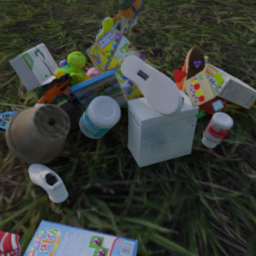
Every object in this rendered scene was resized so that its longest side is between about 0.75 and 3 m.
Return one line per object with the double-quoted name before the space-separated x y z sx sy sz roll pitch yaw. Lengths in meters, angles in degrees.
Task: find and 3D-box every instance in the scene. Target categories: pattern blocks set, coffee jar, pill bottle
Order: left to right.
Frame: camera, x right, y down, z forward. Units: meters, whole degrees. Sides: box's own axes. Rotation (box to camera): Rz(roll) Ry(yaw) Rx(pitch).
"coffee jar" -2.931 -0.900 11.952 1.027 1.256 2.408 -31 46 -27
"pill bottle" -1.086 -0.272 9.946 1.085 1.958 1.085 8 67 -21
"pattern blocks set" 2.271 -1.244 8.965 1.612 1.834 0.149 -18 -17 32
"pill bottle" 3.264 0.132 10.409 0.740 1.318 0.740 8 46 -9

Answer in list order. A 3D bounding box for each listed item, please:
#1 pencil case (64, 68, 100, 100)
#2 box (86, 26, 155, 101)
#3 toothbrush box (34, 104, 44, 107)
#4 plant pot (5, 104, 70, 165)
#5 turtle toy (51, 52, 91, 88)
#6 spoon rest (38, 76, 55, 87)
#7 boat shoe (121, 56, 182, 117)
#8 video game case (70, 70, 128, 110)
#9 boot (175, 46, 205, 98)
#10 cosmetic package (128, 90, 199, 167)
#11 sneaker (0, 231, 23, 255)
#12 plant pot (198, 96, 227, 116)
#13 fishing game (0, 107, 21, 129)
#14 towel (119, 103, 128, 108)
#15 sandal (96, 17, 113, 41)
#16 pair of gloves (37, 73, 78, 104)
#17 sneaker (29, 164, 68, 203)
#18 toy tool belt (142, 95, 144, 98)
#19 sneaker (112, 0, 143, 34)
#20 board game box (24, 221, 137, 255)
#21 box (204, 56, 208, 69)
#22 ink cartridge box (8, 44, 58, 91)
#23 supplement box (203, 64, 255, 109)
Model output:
"pencil case" -2.257 -2.229 13.896 0.993 0.951 2.296 28 45 28
"box" -0.231 -2.496 11.916 1.525 2.500 2.408 -43 84 -2
"toothbrush box" -3.686 -0.462 11.694 0.382 0.887 0.646 5 38 6
"plant pot" -2.898 0.054 9.539 2.086 1.810 2.086 14 65 -31
"turtle toy" -2.279 -2.289 11.467 1.506 2.067 1.045 6 71 -25
"spoon rest" -3.850 -2.336 14.295 2.059 0.624 1.023 12 40 14
"boat shoe" 0.860 -1.309 9.193 1.017 1.001 2.868 -51 54 10
"video game case" -0.956 -1.164 10.128 1.569 2.193 0.195 -22 67 3
"boot" 2.563 -2.326 12.275 0.918 2.446 1.311 17 -8 -23
"cosmetic package" 1.172 0.035 10.057 2.117 2.123 1.305 -13 40 -16
"sneaker" -3.217 3.460 6.937 0.986 0.625 1.754 11 53 -15
"plant pot" 3.699 -1.045 12.378 1.094 1.125 1.125 29 46 20
"fishing game" -5.286 -0.383 12.106 1.315 0.285 1.836 19 42 26
"towel" -0.632 -1.044 12.394 1.435 0.156 1.052 4 -6 10
"sandal" -1.001 -4.146 11.922 0.536 1.349 0.588 14 43 -25
"pair of gloves" -2.054 -1.376 10.022 2.082 1.855 0.257 -6 70 -47
"sneaker" -2.620 1.567 9.080 1.907 0.950 0.714 29 48 35
"toy tool belt" 1.275 -1.102 12.135 1.005 1.021 1.636 -7 11 -17
"sneaker" 0.068 -4.689 11.625 0.898 2.037 0.767 -17 79 -41
"board game box" -1.316 3.542 6.927 2.738 0.501 2.071 9 39 11
"box" 3.929 -3.318 15.315 0.310 0.891 1.497 24 43 28
"ink cartridge box" -3.892 -2.606 11.820 0.792 1.371 1.877 -19 25 23
"supplement box" 4.516 -1.827 12.577 2.435 0.895 1.535 15 27 -35
